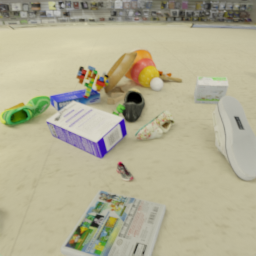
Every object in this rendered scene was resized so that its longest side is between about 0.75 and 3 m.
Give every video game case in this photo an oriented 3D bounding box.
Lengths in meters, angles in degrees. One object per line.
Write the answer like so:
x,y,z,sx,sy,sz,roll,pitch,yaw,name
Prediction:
-0.230,2.206,6.190,1.759,0.212,1.930,9,28,17,video game case

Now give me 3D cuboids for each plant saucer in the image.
-0.537,-2.907,14.132,0.458,2.588,2.588,37,20,-18,plant saucer

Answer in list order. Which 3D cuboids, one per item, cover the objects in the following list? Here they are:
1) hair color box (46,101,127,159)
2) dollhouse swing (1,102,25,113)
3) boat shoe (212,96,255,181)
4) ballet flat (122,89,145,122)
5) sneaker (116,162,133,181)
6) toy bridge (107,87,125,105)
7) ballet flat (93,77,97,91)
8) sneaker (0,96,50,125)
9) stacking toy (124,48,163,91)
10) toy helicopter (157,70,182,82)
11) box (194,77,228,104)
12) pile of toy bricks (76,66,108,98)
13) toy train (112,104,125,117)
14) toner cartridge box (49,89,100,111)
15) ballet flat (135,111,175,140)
-1.457,-0.004,9.701,2.527,0.819,1.381,21,48,34,hair color box
-4.828,-0.631,11.944,0.717,0.742,0.816,-35,5,35,dollhouse swing
3.233,0.385,8.767,1.037,1.021,2.923,5,54,-14,boat shoe
0.284,-1.175,12.260,0.983,0.840,2.958,7,27,1,ballet flat
-0.116,1.255,8.026,0.306,0.284,0.759,-15,31,-30,sneaker
-0.503,-1.590,13.781,0.682,0.276,2.029,4,27,7,toy bridge
-1.756,-2.499,15.321,0.579,0.579,1.668,-5,26,-9,ballet flat
-3.981,-0.615,11.240,2.145,0.794,0.896,-33,35,-33,sneaker
0.981,-2.886,15.323,2.005,2.005,2.744,-13,48,-24,stacking toy
2.296,-2.901,16.275,1.674,0.660,1.107,12,18,1,toy helicopter
3.779,-1.709,12.882,1.327,1.171,0.642,2,49,5,box
-1.678,-1.953,12.594,1.418,1.261,2.555,20,16,-11,pile of toy bricks
-0.518,-0.464,10.832,0.301,1.066,0.222,36,-2,12,toy train
-2.455,-1.348,13.079,2.124,0.459,1.009,-16,32,-28,toner cartridge box
1.095,-0.036,10.229,0.679,0.804,2.125,43,45,12,ballet flat
